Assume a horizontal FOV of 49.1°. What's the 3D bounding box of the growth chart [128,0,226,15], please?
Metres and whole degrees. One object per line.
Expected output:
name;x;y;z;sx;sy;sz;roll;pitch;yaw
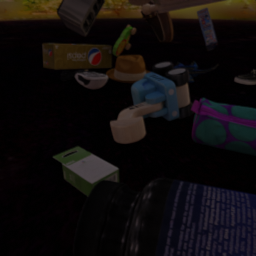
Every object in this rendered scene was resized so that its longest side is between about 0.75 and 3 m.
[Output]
growth chart;0.648;-1.846;3.019;1.656;0.203;2.288;-1;-4;12

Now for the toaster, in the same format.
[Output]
toaster;-1.637;-4.266;9.803;1.020;1.555;1.719;29;2;0

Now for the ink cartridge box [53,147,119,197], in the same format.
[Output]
ink cartridge box;-0.882;0.876;5.743;1.331;0.395;0.691;23;34;39

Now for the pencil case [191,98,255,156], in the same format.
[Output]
pencil case;2.902;0.058;6.451;2.786;1.287;1.185;13;71;27

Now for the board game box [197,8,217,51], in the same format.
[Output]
board game box;1.867;-2.315;6.593;0.264;0.856;0.857;-15;3;19

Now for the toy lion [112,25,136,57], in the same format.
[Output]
toy lion;-0.169;-2.611;8.508;0.296;0.862;0.826;33;42;9

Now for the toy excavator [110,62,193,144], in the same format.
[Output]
toy excavator;0.585;-0.661;8.166;2.848;1.422;2.769;-21;28;-13

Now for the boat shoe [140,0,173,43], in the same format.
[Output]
boat shoe;0.790;-4.058;9.563;0.866;2.463;0.867;-21;2;-20

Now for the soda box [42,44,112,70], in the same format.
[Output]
soda box;-1.438;-2.088;8.190;2.014;0.682;0.645;-13;22;-42

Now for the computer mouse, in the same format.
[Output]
computer mouse;-1.711;-1.978;11.546;1.441;0.577;2.628;-10;21;-29

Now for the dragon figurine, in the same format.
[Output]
dragon figurine;2.571;-2.417;12.202;2.481;0.730;1.233;8;27;17

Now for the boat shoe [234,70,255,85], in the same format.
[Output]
boat shoe;5.419;-2.191;11.900;1.809;0.576;0.640;-3;26;-5

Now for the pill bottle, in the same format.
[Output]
pill bottle;0.869;1.445;3.240;2.771;1.550;1.550;9;27;16

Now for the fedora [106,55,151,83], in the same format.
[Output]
fedora;0.095;-2.745;12.622;2.359;0.962;2.359;0;26;0
